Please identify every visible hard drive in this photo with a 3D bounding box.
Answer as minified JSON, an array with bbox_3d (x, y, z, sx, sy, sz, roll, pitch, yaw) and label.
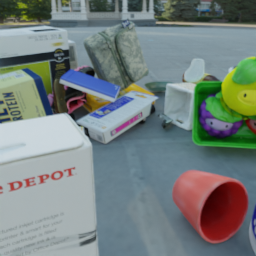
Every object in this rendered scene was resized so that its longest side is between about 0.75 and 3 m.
[{"bbox_3d":[-1.290,-1.515,9.904,1.930,0.245,1.273,19,25,-3],"label":"hard drive"}]

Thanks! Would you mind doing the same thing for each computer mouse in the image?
[{"bbox_3d":[0.488,-0.664,10.354,1.078,0.411,1.557,17,30,31],"label":"computer mouse"}]

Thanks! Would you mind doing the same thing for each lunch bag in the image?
[{"bbox_3d":[-0.390,-2.813,11.134,2.025,2.415,1.683,-28,30,-8],"label":"lunch bag"}]

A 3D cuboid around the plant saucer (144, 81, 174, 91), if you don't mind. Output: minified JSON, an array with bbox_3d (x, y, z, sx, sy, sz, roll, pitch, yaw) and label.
[{"bbox_3d":[1.413,-1.869,12.760,1.343,0.241,1.343,-1,-2,0],"label":"plant saucer"}]

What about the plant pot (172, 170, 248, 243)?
[{"bbox_3d":[1.444,1.340,5.229,1.165,1.165,1.030,-11,15,-22],"label":"plant pot"}]

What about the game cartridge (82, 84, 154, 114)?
[{"bbox_3d":[-0.601,-1.335,11.777,2.828,0.459,2.493,-14,28,-24],"label":"game cartridge"}]

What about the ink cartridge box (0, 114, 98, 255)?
[{"bbox_3d":[-1.410,1.261,3.553,1.847,2.523,1.083,-11,26,-23],"label":"ink cartridge box"}]

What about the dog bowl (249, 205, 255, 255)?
[{"bbox_3d":[3.264,1.712,4.542,2.293,0.903,2.293,0,25,0],"label":"dog bowl"}]

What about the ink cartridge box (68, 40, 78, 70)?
[{"bbox_3d":[-3.103,-3.164,13.648,0.676,2.185,2.695,-16,26,-26],"label":"ink cartridge box"}]

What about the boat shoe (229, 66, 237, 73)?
[{"bbox_3d":[4.648,-1.708,10.958,0.899,1.979,0.700,-26,-29,34],"label":"boat shoe"}]

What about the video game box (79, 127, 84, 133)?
[{"bbox_3d":[-2.156,0.466,7.910,1.719,0.402,1.566,-3,27,-4],"label":"video game box"}]

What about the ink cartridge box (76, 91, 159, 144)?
[{"bbox_3d":[-0.271,-0.461,9.349,1.296,0.508,2.738,20,42,39],"label":"ink cartridge box"}]

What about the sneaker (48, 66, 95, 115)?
[{"bbox_3d":[-1.914,-1.336,10.697,1.229,1.018,2.577,23,61,25],"label":"sneaker"}]

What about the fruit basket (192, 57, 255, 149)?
[{"bbox_3d":[3.044,-0.513,7.235,2.871,2.071,2.871,4,-7,0],"label":"fruit basket"}]

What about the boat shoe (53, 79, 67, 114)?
[{"bbox_3d":[-2.438,-1.064,9.687,0.414,1.224,0.441,-4,7,33],"label":"boat shoe"}]

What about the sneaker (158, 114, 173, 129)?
[{"bbox_3d":[1.155,-0.252,9.329,0.481,0.312,0.832,39,23,13],"label":"sneaker"}]

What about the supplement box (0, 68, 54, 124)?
[{"bbox_3d":[-3.662,-0.598,8.220,2.309,1.552,2.312,-22,26,-21],"label":"supplement box"}]

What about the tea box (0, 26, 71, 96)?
[{"bbox_3d":[-3.953,-2.235,10.787,2.974,2.925,1.987,-19,31,-36],"label":"tea box"}]

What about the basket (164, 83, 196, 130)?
[{"bbox_3d":[2.058,-0.786,9.618,1.082,1.345,1.333,-10,25,-31],"label":"basket"}]

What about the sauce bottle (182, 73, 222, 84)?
[{"bbox_3d":[3.665,-2.089,13.089,0.853,0.853,2.585,-15,31,-30],"label":"sauce bottle"}]

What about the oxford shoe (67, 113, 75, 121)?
[{"bbox_3d":[-2.307,-0.111,9.231,0.540,0.465,1.280,-7,15,26],"label":"oxford shoe"}]

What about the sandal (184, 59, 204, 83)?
[{"bbox_3d":[2.241,-1.820,9.223,0.575,0.347,1.414,14,46,21],"label":"sandal"}]
